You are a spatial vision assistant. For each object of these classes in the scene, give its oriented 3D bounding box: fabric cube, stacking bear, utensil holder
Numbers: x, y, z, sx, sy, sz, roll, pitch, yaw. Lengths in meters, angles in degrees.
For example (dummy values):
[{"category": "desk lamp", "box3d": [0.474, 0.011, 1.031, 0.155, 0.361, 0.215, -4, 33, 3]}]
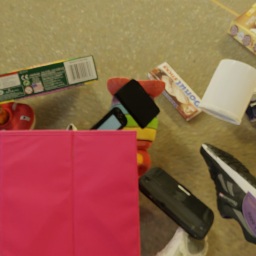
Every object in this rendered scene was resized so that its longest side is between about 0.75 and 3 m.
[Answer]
[{"category": "fabric cube", "box3d": [-1.345, 1.483, 6.259, 2.667, 2.617, 2.659, 0, 84, -16]}, {"category": "stacking bear", "box3d": [0.148, 0.107, 8.077, 1.650, 1.546, 2.718, 2, 82, -8]}, {"category": "utensil holder", "box3d": [2.808, -0.984, 7.774, 1.224, 1.224, 1.440, 26, 92, 12]}]

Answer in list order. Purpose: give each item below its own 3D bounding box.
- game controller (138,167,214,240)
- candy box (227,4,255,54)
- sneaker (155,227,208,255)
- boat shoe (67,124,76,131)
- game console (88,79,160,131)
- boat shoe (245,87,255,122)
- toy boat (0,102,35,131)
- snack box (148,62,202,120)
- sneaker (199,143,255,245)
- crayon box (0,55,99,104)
[{"category": "game controller", "box3d": [1.227, 1.847, 7.162, 2.122, 0.447, 1.107, 40, 30, 16]}, {"category": "candy box", "box3d": [5.064, -3.366, 10.268, 1.376, 0.659, 2.383, -37, 71, -15]}, {"category": "sneaker", "box3d": [1.097, 3.197, 6.974, 0.965, 1.231, 2.477, 53, 48, -8]}, {"category": "boat shoe", "box3d": [-1.839, 0.396, 8.658, 0.393, 0.385, 1.110, 0, 65, 0]}, {"category": "game console", "box3d": [-0.142, -0.218, 6.639, 1.907, 0.230, 1.125, -45, 103, -22]}, {"category": "boat shoe", "box3d": [4.836, -0.824, 9.078, 2.323, 0.867, 1.077, -10, 75, 0]}, {"category": "toy boat", "box3d": [-3.890, -0.374, 8.487, 2.010, 1.314, 1.312, 9, 65, 6]}, {"category": "snack box", "box3d": [1.621, -1.272, 9.506, 0.782, 0.264, 2.175, -32, 69, -14]}, {"category": "sneaker", "box3d": [2.427, 1.502, 6.832, 1.085, 1.254, 2.864, 20, 21, -31]}, {"category": "crayon box", "box3d": [-2.436, -1.432, 8.200, 2.665, 2.299, 0.777, -16, 105, -16]}]
